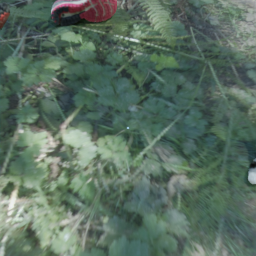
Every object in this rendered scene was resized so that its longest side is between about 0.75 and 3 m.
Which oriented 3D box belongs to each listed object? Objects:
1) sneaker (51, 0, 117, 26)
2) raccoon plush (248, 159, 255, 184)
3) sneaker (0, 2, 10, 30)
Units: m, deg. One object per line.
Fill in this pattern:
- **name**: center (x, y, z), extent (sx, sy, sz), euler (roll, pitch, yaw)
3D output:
- **sneaker**: center (-1.761, -4.894, 11.198), extent (2.627, 1.059, 0.981), euler (-7, 52, -5)
- **raccoon plush**: center (3.883, 0.490, 7.069), extent (0.960, 1.329, 1.984), euler (23, 57, 16)
- **sneaker**: center (-3.744, -2.543, 7.416), extent (0.630, 0.871, 1.783), euler (28, 71, 14)
